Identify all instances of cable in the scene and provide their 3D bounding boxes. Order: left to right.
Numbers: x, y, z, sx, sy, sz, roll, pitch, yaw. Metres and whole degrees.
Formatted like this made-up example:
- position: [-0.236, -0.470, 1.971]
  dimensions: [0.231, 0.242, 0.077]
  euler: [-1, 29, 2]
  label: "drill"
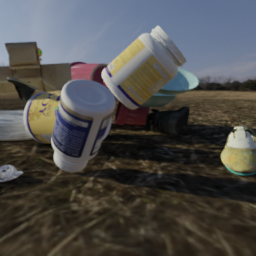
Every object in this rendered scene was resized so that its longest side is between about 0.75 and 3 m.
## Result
- position: [-4.326, -0.108, 10.587]
  dimensions: [2.733, 0.946, 2.734]
  euler: [-6, 11, -44]
  label: "cable"

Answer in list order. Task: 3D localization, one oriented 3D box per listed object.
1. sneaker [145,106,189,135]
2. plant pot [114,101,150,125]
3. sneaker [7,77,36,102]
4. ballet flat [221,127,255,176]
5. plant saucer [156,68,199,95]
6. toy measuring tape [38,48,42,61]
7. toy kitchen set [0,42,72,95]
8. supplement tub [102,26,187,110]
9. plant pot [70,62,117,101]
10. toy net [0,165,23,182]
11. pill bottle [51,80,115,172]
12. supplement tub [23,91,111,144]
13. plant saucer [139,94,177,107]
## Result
- position: [1.755, -0.423, 12.216]
  dimensions: [1.592, 1.062, 2.779]
  euler: [11, 18, 26]
  label: "sneaker"
- position: [0.217, -0.813, 13.783]
  dimensions: [1.454, 1.625, 1.625]
  euler: [16, 6, -9]
  label: "plant pot"
- position: [-3.309, -1.149, 8.588]
  dimensions: [0.396, 0.562, 1.059]
  euler: [22, -2, 30]
  label: "sneaker"
- position: [2.872, 0.432, 7.120]
  dimensions: [0.942, 0.942, 2.664]
  euler: [3, 9, 22]
  label: "ballet flat"
- position: [1.471, -1.911, 11.444]
  dimensions: [2.731, 0.526, 2.731]
  euler: [5, 33, -3]
  label: "plant saucer"
- position: [-3.457, -2.841, 10.908]
  dimensions: [0.383, 0.383, 1.040]
  euler: [1, -9, 5]
  label: "toy measuring tape"
- position: [-3.535, -1.330, 10.367]
  dimensions: [2.988, 2.696, 2.438]
  euler: [-6, -21, -13]
  label: "toy kitchen set"
- position: [0.509, -1.909, 9.034]
  dimensions: [2.344, 1.704, 1.704]
  euler: [-39, 0, 13]
  label: "supplement tub"
- position: [-1.821, -1.882, 13.311]
  dimensions: [2.847, 2.847, 2.548]
  euler: [-8, 2, -44]
  label: "plant pot"
- position: [-2.741, 0.961, 5.414]
  dimensions: [0.792, 0.292, 1.511]
  euler: [8, 13, 44]
  label: "toy net"
- position: [-1.030, 0.038, 5.914]
  dimensions: [1.064, 1.916, 1.064]
  euler: [15, 38, -12]
  label: "pill bottle"
- position: [-1.859, -0.310, 8.663]
  dimensions: [2.314, 1.682, 1.682]
  euler: [1, 8, 31]
  label: "supplement tub"
- position: [0.711, -1.203, 12.073]
  dimensions: [2.771, 0.533, 2.771]
  euler: [1, 8, 0]
  label: "plant saucer"
